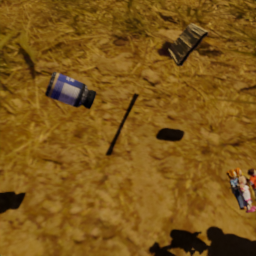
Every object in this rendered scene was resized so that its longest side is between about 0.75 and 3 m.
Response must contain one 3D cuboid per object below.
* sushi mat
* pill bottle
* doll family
[{"bbox_3d":[2.103,-3.114,10.262,0.179,1.417,2.961,35,21,-14],"label":"sushi mat"},{"bbox_3d":[-1.581,-0.991,7.793,1.287,0.720,0.720,20,49,-17],"label":"pill bottle"},{"bbox_3d":[2.981,1.577,7.447,1.660,0.748,1.030,-6,76,-53],"label":"doll family"}]
